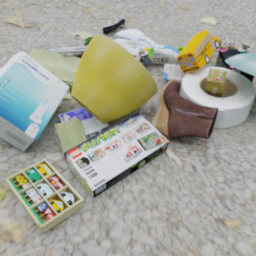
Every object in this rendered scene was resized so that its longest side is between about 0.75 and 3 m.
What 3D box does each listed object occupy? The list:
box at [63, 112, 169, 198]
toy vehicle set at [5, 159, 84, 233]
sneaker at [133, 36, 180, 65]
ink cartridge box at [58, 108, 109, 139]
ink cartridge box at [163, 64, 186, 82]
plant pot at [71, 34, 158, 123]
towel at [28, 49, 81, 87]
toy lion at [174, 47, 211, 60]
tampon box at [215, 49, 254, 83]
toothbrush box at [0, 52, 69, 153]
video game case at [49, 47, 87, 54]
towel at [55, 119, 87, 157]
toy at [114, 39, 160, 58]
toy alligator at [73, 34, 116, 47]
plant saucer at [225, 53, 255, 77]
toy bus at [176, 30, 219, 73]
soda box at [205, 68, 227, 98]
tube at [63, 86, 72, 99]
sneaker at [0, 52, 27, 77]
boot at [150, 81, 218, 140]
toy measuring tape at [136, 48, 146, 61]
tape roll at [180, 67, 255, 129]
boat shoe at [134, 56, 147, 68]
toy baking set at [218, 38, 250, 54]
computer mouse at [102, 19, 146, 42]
[{"bbox_3d":[-0.311,0.713,8.556,2.851,0.495,1.569,-29,58,-26],"label":"box"},{"bbox_3d":[-2.297,1.754,7.635,1.249,0.267,2.011,-30,49,-32],"label":"toy vehicle set"},{"bbox_3d":[1.216,-3.175,12.564,2.594,0.972,1.124,29,66,29],"label":"sneaker"},{"bbox_3d":[-1.549,-0.164,9.740,1.367,0.297,1.355,-21,48,-23],"label":"ink cartridge box"},{"bbox_3d":[1.899,-2.194,11.299,0.840,0.618,0.607,7,4,16],"label":"ink cartridge box"},{"bbox_3d":[-0.704,-1.331,9.210,2.762,2.762,1.961,36,82,31],"label":"plant pot"},{"bbox_3d":[-2.934,-2.407,11.087,2.380,0.434,1.766,11,47,-3],"label":"towel"},{"bbox_3d":[2.937,-3.405,12.993,1.635,0.561,1.567,30,45,27],"label":"toy lion"},{"bbox_3d":[4.469,-2.530,11.709,1.137,0.958,1.517,-3,44,-3],"label":"tampon box"},{"bbox_3d":[-3.408,-0.872,9.128,1.933,1.126,2.641,37,46,-21],"label":"toothbrush box"},{"bbox_3d":[-2.341,-3.424,12.281,1.722,0.217,1.892,-13,17,-31],"label":"video game case"},{"bbox_3d":[-1.758,0.341,8.891,0.890,0.219,1.200,-14,78,-24],"label":"towel"},{"bbox_3d":[0.051,-3.334,12.175,2.386,0.563,1.374,18,40,34],"label":"toy"},{"bbox_3d":[-1.446,-3.928,13.382,2.723,0.654,0.903,20,46,23],"label":"toy alligator"},{"bbox_3d":[4.694,-2.009,9.460,2.760,0.531,2.760,16,24,-8],"label":"plant saucer"},{"bbox_3d":[2.791,-3.049,11.004,0.781,0.940,2.400,-10,32,44],"label":"toy bus"},{"bbox_3d":[3.084,-1.417,9.965,0.585,1.728,0.553,12,72,17],"label":"soda box"},{"bbox_3d":[-3.558,-1.360,10.720,2.642,0.767,0.686,-10,17,-18],"label":"tube"},{"bbox_3d":[-4.623,-2.396,11.821,1.120,0.714,1.939,22,58,19],"label":"sneaker"},{"bbox_3d":[2.028,-0.641,9.517,2.066,0.899,2.484,5,54,30],"label":"boot"},{"bbox_3d":[0.230,-1.626,9.647,0.848,0.848,2.304,27,89,25],"label":"toy measuring tape"},{"bbox_3d":[3.227,-1.173,10.339,2.623,0.917,2.623,0,44,0],"label":"tape roll"},{"bbox_3d":[-0.274,-2.750,11.816,2.234,0.755,0.802,10,6,24],"label":"boat shoe"},{"bbox_3d":[4.461,-3.643,12.520,2.012,0.305,2.621,4,21,-42],"label":"toy baking set"},{"bbox_3d":[0.006,-4.819,14.281,1.593,0.637,2.904,-29,51,-29],"label":"computer mouse"}]
